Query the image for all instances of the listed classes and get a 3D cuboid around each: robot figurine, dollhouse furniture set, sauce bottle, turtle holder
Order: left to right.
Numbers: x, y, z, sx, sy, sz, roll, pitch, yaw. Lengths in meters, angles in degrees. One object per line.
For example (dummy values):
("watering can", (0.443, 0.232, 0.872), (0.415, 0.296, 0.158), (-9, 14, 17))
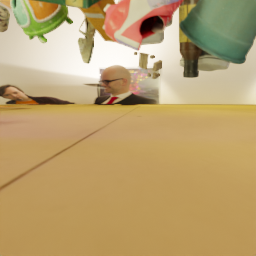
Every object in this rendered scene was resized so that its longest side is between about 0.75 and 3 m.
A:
("turtle holder", (-2.777, -3.744, 8.581), (1.588, 1.484, 2.090), (-27, 46, 4))
("robot figurine", (0.502, -3.442, 7.448), (1.313, 2.325, 1.972), (-5, 22, 1))
("dollhouse furniture set", (0.779, -2.571, 11.338), (1.083, 0.924, 0.529), (21, 33, 27))
("sauce bottle", (1.835, -2.619, 8.220), (0.725, 2.240, 0.725), (-2, 17, 1))

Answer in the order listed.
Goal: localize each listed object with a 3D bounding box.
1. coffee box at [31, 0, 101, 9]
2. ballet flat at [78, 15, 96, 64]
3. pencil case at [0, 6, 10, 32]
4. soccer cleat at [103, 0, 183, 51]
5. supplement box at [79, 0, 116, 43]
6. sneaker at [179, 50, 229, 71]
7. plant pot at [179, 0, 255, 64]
("coffee box", (-1.343, -3.304, 6.295), (1.701, 0.609, 2.767), (12, 33, 3))
("ballet flat", (-1.543, -3.288, 10.233), (0.636, 2.040, 0.688), (16, -18, -22))
("pencil case", (-3.729, -3.176, 8.196), (0.446, 0.388, 0.997), (7, -10, -27))
("soccer cleat", (0.641, -2.450, 5.679), (2.653, 1.014, 0.885), (-41, -17, -26))
("supplement box", (-0.786, -3.614, 8.883), (0.824, 0.797, 2.395), (11, -9, 21))
("sneaker", (2.624, -2.530, 9.391), (1.114, 1.128, 2.841), (10, 8, -13))
("plant pot", (2.483, -2.836, 6.550), (1.921, 1.882, 1.921), (16, 40, -14))
